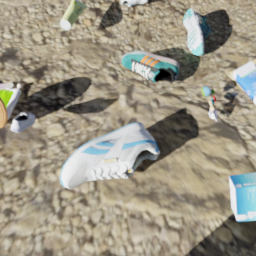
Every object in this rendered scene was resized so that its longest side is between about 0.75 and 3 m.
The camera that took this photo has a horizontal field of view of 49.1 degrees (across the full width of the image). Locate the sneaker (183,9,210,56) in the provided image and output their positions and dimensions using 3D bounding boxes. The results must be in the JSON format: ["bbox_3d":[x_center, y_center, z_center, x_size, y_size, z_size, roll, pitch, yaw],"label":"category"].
[{"bbox_3d":[2.838,-3.725,10.931,0.965,0.821,2.116,6,66,-20],"label":"sneaker"}]

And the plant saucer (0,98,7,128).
[{"bbox_3d":[-4.127,-0.533,8.456,1.205,1.205,0.226,32,34,19],"label":"plant saucer"}]

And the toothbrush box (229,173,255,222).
[{"bbox_3d":[3.276,1.653,6.843,1.405,1.028,0.599,-9,22,10],"label":"toothbrush box"}]

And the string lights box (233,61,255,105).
[{"bbox_3d":[4.263,-1.492,9.446,0.729,0.418,1.419,-29,62,4],"label":"string lights box"}]

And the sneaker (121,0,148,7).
[{"bbox_3d":[0.252,-5.544,12.337,1.217,0.456,0.527,4,63,12],"label":"sneaker"}]

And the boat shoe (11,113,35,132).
[{"bbox_3d":[-2.988,-0.246,8.117,0.431,0.383,1.171,14,22,-4],"label":"boat shoe"}]

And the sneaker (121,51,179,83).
[{"bbox_3d":[0.742,-2.095,9.867,2.097,0.748,0.838,11,53,5],"label":"sneaker"}]

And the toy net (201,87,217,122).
[{"bbox_3d":[2.685,-0.755,9.067,0.234,0.636,1.212,-16,72,33],"label":"toy net"}]

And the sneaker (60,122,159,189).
[{"bbox_3d":[-0.492,0.910,7.732,2.870,1.098,1.159,-28,60,-15],"label":"sneaker"}]

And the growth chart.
[{"bbox_3d":[-5.019,-0.867,9.375,2.673,0.237,1.934,1,58,-2],"label":"growth chart"}]

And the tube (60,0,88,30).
[{"bbox_3d":[-2.168,-4.530,11.035,0.449,0.502,1.730,-3,49,26],"label":"tube"}]

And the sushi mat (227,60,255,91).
[{"bbox_3d":[4.861,-1.186,9.619,1.390,0.176,2.905,-25,60,-14],"label":"sushi mat"}]
